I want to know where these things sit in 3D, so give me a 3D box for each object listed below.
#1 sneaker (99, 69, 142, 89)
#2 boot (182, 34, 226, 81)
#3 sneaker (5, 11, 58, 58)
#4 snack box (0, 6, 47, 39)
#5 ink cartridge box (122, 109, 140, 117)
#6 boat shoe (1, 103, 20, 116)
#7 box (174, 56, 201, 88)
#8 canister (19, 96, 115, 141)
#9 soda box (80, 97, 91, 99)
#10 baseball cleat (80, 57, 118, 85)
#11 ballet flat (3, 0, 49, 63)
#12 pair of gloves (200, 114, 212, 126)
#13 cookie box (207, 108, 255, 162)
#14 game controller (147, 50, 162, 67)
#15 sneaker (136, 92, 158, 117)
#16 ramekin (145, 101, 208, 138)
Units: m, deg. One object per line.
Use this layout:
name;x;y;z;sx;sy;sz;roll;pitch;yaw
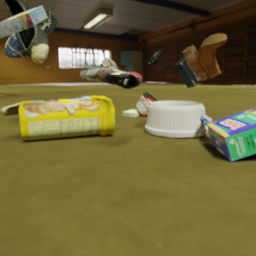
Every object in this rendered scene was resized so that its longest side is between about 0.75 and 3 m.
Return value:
sneaker;-0.195;-1.245;7.145;1.128;0.399;0.551;7;23;-6
boot;2.576;-2.137;8.730;1.566;1.216;0.601;-18;29;45
sneaker;-3.994;-3.698;11.527;2.566;0.989;1.093;-48;26;-20
snack box;-2.740;-2.709;7.171;1.074;0.364;0.906;-11;30;17
ink cartridge box;0.263;-0.725;13.806;0.717;0.236;0.985;6;13;29
boat shoe;-5.704;-0.997;14.391;0.505;0.586;1.606;12;23;30
box;2.302;-2.145;10.543;0.739;1.047;0.413;-47;21;-27
canister;-2.112;-0.366;9.505;2.875;1.244;2.135;-5;12;-18
soda box;-2.454;-1.440;16.382;0.683;0.646;2.014;-1;11;-6
baseball cleat;-0.873;-1.788;8.710;1.550;0.825;0.540;18;12;36
ballet flat;-3.424;-3.247;9.256;0.981;2.952;0.839;-41;-24;21
pair of gloves;2.859;0.013;8.696;1.457;0.166;1.171;30;22;-1
cookie box;3.206;0.053;7.227;1.893;0.711;1.619;-20;11;4
game controller;0.915;-2.380;9.623;0.217;0.537;1.029;40;-1;-10
sneaker;1.197;-0.804;13.299;1.784;0.956;0.596;41;23;13
ramekin;1.696;-0.375;9.934;2.233;1.040;2.233;0;10;0
